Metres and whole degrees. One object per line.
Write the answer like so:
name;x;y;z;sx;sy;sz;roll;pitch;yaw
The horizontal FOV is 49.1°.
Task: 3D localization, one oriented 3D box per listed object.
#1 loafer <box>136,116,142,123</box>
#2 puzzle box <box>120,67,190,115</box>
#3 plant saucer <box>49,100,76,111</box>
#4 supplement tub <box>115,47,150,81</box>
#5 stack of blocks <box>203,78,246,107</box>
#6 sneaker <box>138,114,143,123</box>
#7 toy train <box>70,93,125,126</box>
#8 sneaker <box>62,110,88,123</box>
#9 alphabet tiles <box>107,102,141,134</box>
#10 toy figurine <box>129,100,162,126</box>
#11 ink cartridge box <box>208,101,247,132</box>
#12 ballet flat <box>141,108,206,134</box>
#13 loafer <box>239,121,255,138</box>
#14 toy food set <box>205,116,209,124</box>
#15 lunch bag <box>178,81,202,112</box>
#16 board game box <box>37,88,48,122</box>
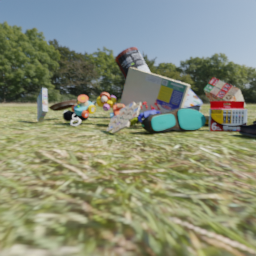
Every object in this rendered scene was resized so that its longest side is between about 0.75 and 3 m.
loafer;-0.032;-0.337;12.646;1.280;0.435;0.449;-5;-27;-13
puzzle box;1.084;-1.354;12.204;2.832;1.884;0.360;23;18;23
plant saucer;-3.678;-1.235;15.901;1.590;0.255;1.590;-15;-2;-1
supplement tub;0.485;-3.188;16.623;1.552;2.902;1.552;-26;-6;-3
stack of blocks;4.492;-1.106;12.667;1.386;0.705;2.408;39;-1;41
sneaker;0.534;-0.484;13.549;1.636;0.606;0.724;-1;-35;-31
toy train;-1.269;-0.913;12.365;2.703;0.752;2.031;-8;37;-2
sneaker;-2.494;-0.586;13.450;0.650;0.562;1.485;-8;-5;26
alphabet tiles;-0.137;-0.360;9.830;1.398;0.104;1.430;-28;27;30
toy figurine;0.663;-0.614;11.302;1.666;0.879;0.998;-11;3;-12
ink cartridge box;3.714;-0.440;10.481;1.298;1.139;0.544;0;6;11
ballet flat;1.619;-0.273;10.343;2.651;0.901;0.907;-2;-2;-30
loafer;4.532;-0.031;8.509;0.860;0.754;2.393;-4;8;-34
toy food set;3.466;-0.281;12.973;1.396;0.406;2.022;10;-1;27
lunch bag;2.234;-1.343;14.040;2.084;0.983;2.601;-19;45;-22
board game box;-4.336;-1.142;14.118;0.246;1.437;0.966;9;-37;-31
